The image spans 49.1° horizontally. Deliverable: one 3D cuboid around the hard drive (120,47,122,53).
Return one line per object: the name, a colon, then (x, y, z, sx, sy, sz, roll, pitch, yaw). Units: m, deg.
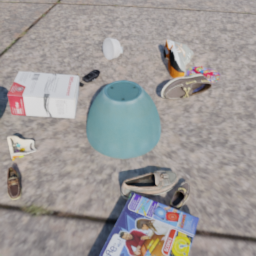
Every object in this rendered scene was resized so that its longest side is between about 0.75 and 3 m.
hard drive: (-0.733, -4.149, 14.916, 0.872, 0.116, 0.575, -1, 43, -1)

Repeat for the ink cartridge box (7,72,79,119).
ink cartridge box: (-2.452, -0.997, 8.428, 1.842, 0.763, 1.352, 3, 40, -6)

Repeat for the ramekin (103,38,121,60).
ramekin: (-0.803, -3.984, 14.109, 0.497, 1.067, 1.067, -14, 43, -34)

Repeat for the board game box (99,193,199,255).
board game box: (0.384, 3.118, 6.754, 1.958, 0.499, 2.893, 17, 46, 18)

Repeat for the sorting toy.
sorting toy: (-3.563, 0.687, 9.472, 0.826, 0.490, 0.917, -11, 42, -23)

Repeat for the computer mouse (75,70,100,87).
computer mouse: (-1.930, -2.291, 12.809, 0.907, 0.297, 1.292, 30, 58, 30)

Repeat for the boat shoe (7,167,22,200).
boat shoe: (-3.469, 1.645, 8.427, 0.404, 0.403, 1.119, -13, 44, -14)

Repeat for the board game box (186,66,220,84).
board game box: (3.560, -2.626, 13.128, 1.572, 0.306, 1.242, 14, 45, 14)

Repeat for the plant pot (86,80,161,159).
plant pot: (-0.165, -0.553, 9.759, 2.737, 1.844, 2.737, 0, 42, 0)

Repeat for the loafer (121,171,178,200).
loafer: (0.672, 1.629, 8.317, 1.825, 0.574, 0.656, -14, 45, -15)

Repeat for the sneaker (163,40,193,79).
sneaker: (2.572, -3.367, 13.413, 1.341, 1.103, 2.915, 1, 44, -5)

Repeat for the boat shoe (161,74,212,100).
boat shoe: (2.469, -1.641, 11.695, 2.362, 0.848, 0.703, -19, 42, -27)

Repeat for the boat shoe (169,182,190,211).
boat shoe: (1.523, 1.964, 8.125, 0.415, 0.344, 1.156, 23, 47, 23)
